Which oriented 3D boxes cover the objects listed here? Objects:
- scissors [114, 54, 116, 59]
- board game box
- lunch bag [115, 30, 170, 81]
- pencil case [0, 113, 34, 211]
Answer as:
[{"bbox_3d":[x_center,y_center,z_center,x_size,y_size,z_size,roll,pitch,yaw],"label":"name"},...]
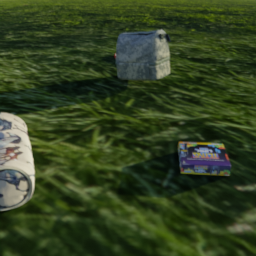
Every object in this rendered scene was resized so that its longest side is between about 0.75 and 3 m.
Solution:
[{"bbox_3d":[-0.294,-3.301,13.813,0.917,0.175,2.508,3,31,1],"label":"scissors"},{"bbox_3d":[1.783,0.719,6.710,1.113,0.316,0.920,2,29,4],"label":"board game box"},{"bbox_3d":[0.582,-2.914,11.134,2.124,1.781,1.480,12,32,38],"label":"lunch bag"},{"bbox_3d":[-2.723,0.622,6.132,1.157,1.006,2.586,12,22,-30],"label":"pencil case"}]
